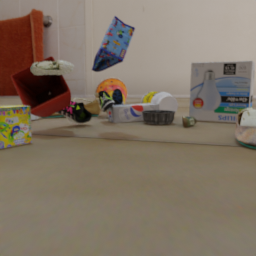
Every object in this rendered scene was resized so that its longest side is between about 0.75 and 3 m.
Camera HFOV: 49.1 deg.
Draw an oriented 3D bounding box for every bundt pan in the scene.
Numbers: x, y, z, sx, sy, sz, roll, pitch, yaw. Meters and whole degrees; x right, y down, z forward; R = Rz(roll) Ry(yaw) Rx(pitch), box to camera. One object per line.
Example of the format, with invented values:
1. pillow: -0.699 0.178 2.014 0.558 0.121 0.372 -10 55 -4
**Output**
1. bundt pan: 1.115 -0.386 10.370 1.253 0.470 1.253 0 9 0

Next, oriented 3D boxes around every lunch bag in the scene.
1. lunch bag: -0.523 -2.149 7.677 0.662 1.060 1.408 26 -19 -20

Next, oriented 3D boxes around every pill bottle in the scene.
1. pill bottle: 1.390 -1.036 12.467 1.145 1.145 2.036 -2 9 -15

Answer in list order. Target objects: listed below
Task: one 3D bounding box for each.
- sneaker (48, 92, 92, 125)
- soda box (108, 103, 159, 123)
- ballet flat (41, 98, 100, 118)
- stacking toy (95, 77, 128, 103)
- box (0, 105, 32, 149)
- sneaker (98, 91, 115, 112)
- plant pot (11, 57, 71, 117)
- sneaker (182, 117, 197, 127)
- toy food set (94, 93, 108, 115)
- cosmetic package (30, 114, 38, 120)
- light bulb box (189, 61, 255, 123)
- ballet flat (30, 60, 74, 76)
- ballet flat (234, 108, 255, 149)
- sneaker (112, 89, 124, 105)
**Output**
1. sneaker: -1.935 -0.679 9.370 0.844 0.712 1.930 -1 -26 37
2. soda box: 0.228 -0.610 11.156 2.005 0.636 0.684 -5 10 -21
3. ballet flat: -2.641 -0.937 12.778 2.752 0.867 0.945 -3 9 -19
4. stacking toy: -0.750 -1.605 15.760 1.975 1.975 2.703 -2 25 -13
5. box: -2.797 -0.044 6.452 0.573 0.905 0.940 5 9 34
6. sneaker: -0.919 -1.045 10.444 0.557 0.643 1.552 -40 15 4
7. plant pot: -2.362 -1.032 8.120 1.289 1.288 1.136 -28 -19 -6
8. sneaker: 2.136 -0.241 9.696 0.480 0.358 1.068 -4 4 9
9. toy food set: -1.009 -1.033 12.837 0.324 1.307 2.057 -38 26 2
10. cosmetic package: -4.722 -0.516 11.377 1.667 0.431 1.257 2 7 14
11. light bulb box: 3.705 -1.426 11.103 2.283 2.303 1.437 4 11 28
12. ballet flat: -1.972 -1.609 7.413 1.168 0.419 0.419 -13 13 -25
13. ballet flat: 3.059 -0.077 7.046 0.814 0.805 2.393 0 8 12
14. sneaker: -0.429 -1.003 11.868 0.497 1.312 0.506 -6 -3 -3
